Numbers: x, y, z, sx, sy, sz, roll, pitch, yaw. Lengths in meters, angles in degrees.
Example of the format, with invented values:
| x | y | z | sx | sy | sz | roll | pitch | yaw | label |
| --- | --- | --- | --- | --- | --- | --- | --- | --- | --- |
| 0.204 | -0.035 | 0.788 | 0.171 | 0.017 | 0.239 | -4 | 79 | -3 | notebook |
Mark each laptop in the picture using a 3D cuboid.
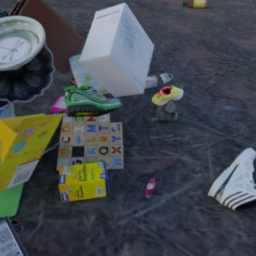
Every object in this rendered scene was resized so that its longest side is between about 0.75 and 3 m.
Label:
| x | y | z | sx | sy | sz | roll | pitch | yaw | label |
| --- | --- | --- | --- | --- | --- | --- | --- | --- | --- |
| -3.838 | 0.484 | 9.297 | 2.992 | 1.734 | 2.802 | 18 | 41 | 40 | laptop |

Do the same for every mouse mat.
| x | y | z | sx | sy | sz | roll | pitch | yaw | label |
| --- | --- | --- | --- | --- | --- | --- | --- | --- | --- |
| -4.336 | 2.053 | 9.147 | 1.836 | 0.086 | 2.282 | -3 | 36 | -4 | mouse mat |

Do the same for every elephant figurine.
| x | y | z | sx | sy | sz | roll | pitch | yaw | label |
| --- | --- | --- | --- | --- | --- | --- | --- | --- | --- |
| 1.708 | -1.093 | 12.129 | 1.066 | 1.507 | 1.169 | 12 | 38 | 15 | elephant figurine |

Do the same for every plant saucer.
| x | y | z | sx | sy | sz | roll | pitch | yaw | label |
| --- | --- | --- | --- | --- | --- | --- | --- | --- | --- |
| -3.638 | -2.457 | 8.555 | 2.343 | 0.588 | 2.343 | -2 | 57 | 2 | plant saucer |

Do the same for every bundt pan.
| x | y | z | sx | sy | sz | roll | pitch | yaw | label |
| --- | --- | --- | --- | --- | --- | --- | --- | --- | --- |
| -4.111 | -2.175 | 10.053 | 2.786 | 2.786 | 1.046 | -20 | 5 | -24 | bundt pan |

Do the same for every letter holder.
| x | y | z | sx | sy | sz | roll | pitch | yaw | label |
| --- | --- | --- | --- | --- | --- | --- | --- | --- | --- |
| -3.629 | -3.754 | 11.893 | 1.448 | 2.879 | 2.046 | 11 | 72 | 48 | letter holder |

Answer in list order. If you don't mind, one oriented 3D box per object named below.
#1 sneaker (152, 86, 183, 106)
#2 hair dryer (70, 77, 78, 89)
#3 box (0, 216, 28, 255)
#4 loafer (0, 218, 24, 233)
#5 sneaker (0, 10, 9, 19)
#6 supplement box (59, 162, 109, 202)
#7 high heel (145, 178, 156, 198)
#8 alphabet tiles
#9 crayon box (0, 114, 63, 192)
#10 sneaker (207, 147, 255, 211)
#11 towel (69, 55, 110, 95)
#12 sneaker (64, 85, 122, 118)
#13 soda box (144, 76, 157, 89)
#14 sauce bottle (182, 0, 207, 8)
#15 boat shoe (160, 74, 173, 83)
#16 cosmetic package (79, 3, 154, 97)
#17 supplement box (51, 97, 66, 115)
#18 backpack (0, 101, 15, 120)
| x | y | z | sx | sy | sz | roll | pitch | yaw | label |
| --- | --- | --- | --- | --- | --- | --- | --- | --- | --- |
| 1.299 | -1.219 | 10.065 | 1.319 | 0.596 | 0.515 | -18 | 57 | 45 | sneaker |
| -2.254 | -2.024 | 14.274 | 2.197 | 0.784 | 2.885 | -5 | 29 | 23 | hair dryer |
| -3.074 | 3.558 | 5.904 | 2.232 | 1.376 | 2.214 | -25 | 51 | -29 | box |
| -3.548 | 2.732 | 7.996 | 1.131 | 0.356 | 0.407 | 4 | 37 | 5 | loafer |
| -4.612 | -3.954 | 10.444 | 1.570 | 0.622 | 0.592 | 32 | 22 | -38 | sneaker |
| -1.403 | 1.714 | 8.962 | 1.493 | 0.818 | 0.813 | -6 | 37 | -8 | supplement box |
| 0.730 | 1.861 | 9.126 | 0.277 | 0.395 | 0.823 | 14 | 39 | 18 | high heel |
| -1.396 | 0.250 | 10.586 | 2.364 | 0.107 | 2.829 | -2 | 61 | -2 | alphabet tiles |
| -2.349 | 0.427 | 6.047 | 0.515 | 2.030 | 1.288 | 38 | 19 | 14 | crayon box |
| 3.797 | 1.751 | 9.046 | 1.429 | 0.937 | 2.483 | 37 | 57 | 27 | sneaker |
| -1.225 | -2.365 | 12.055 | 2.213 | 0.533 | 1.894 | -17 | 74 | -19 | towel |
| -1.076 | -0.944 | 9.278 | 0.940 | 1.027 | 2.410 | -19 | -9 | 34 | sneaker |
| 0.844 | -2.340 | 14.671 | 1.316 | 0.450 | 0.418 | -11 | 38 | -14 | soda box |
| 6.548 | -12.295 | 27.644 | 2.450 | 0.809 | 0.809 | 8 | 38 | 8 | sauce bottle |
| 1.413 | -1.841 | 10.222 | 0.295 | 0.339 | 0.919 | -26 | -1 | 24 | boat shoe |
| -0.306 | -2.684 | 10.108 | 1.394 | 2.260 | 2.268 | -1 | 64 | 34 | cosmetic package |
| -2.164 | -0.603 | 11.928 | 1.900 | 0.961 | 0.982 | 9 | 38 | 12 | supplement box |
| -5.901 | -0.548 | 10.842 | 2.854 | 2.148 | 2.533 | -19 | 40 | -28 | backpack |
